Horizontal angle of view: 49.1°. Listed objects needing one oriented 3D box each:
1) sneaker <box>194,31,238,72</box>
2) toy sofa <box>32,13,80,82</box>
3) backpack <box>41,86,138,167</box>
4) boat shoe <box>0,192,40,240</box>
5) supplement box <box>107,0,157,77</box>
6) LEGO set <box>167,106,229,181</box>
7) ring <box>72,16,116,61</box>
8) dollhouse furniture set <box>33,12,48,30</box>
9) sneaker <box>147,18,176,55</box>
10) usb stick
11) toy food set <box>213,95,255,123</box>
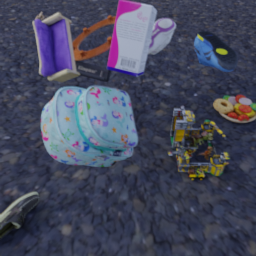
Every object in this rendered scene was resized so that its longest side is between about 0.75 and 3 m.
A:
[{"bbox_3d":[3.468,-2.850,11.316,0.944,1.123,2.864,-3,41,-13],"label":"sneaker"},{"bbox_3d":[-2.277,-2.548,8.914,0.836,2.020,0.985,-13,-9,27],"label":"toy sofa"},{"bbox_3d":[-0.899,-0.060,6.657,2.125,1.600,1.886,6,63,-35],"label":"backpack"},{"bbox_3d":[-3.205,2.560,7.805,1.862,0.665,0.612,-35,60,-30],"label":"boat shoe"},{"bbox_3d":[0.132,-2.915,9.237,1.093,2.161,1.117,16,19,9],"label":"supplement box"},{"bbox_3d":[2.398,0.323,9.635,2.020,1.522,2.627,6,42,7],"label":"LEGO set"},{"bbox_3d":[-1.240,-3.698,11.222,2.901,0.278,2.901,-18,42,17],"label":"ring"},{"bbox_3d":[-3.265,-4.059,10.883,0.780,0.716,0.507,-20,47,36],"label":"dollhouse furniture set"},{"bbox_3d":[0.831,-3.203,11.034,2.644,1.317,0.990,-35,68,-20],"label":"sneaker"},{"bbox_3d":[-1.729,-2.341,11.283,2.062,0.336,0.572,14,77,-5],"label":"usb stick"},{"bbox_3d":[4.601,-0.839,11.804,1.692,0.416,1.710,-26,47,-27],"label":"toy food set"}]
